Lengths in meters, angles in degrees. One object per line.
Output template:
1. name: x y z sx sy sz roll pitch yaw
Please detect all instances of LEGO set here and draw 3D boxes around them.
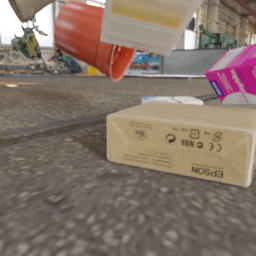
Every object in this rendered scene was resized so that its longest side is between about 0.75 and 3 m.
1. LEGO set: -3.457 -3.002 10.341 0.828 1.896 2.920 3 -9 16

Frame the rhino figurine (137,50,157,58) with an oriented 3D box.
1. rhino figurine: 0.637 -3.295 8.854 0.728 1.065 2.436 2 45 0

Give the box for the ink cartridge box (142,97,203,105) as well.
1. ink cartridge box: 1.756 -0.658 10.068 2.364 0.788 1.369 -2 13 -6

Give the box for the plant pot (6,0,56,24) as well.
1. plant pot: -2.040 -3.182 6.011 1.292 1.489 1.489 -30 23 -17

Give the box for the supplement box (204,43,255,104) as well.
1. supplement box: 2.702 -1.152 5.864 0.979 0.959 1.895 -42 18 -15

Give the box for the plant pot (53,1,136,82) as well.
1. plant pot: -1.225 -3.526 10.845 2.635 2.710 2.710 24 19 11

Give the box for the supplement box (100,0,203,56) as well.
1. supplement box: 0.459 -2.740 5.753 1.788 1.043 2.837 11 -15 -7

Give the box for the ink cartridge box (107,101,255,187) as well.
1. ink cartridge box: 1.303 0.142 6.069 2.821 1.059 2.324 7 14 28
